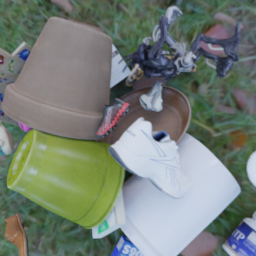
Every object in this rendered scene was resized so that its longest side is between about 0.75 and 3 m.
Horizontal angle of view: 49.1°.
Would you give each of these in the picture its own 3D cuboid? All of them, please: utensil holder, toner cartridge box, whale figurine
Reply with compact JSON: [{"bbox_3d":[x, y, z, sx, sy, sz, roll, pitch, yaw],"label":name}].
[{"bbox_3d":[1.158,1.784,7.307,2.701,2.295,2.295,-42,89,-1],"label":"utensil holder"},{"bbox_3d":[0.387,3.720,7.786,1.663,0.359,0.790,29,89,-14],"label":"toner cartridge box"},{"bbox_3d":[-2.829,0.214,6.129,0.435,0.667,0.839,-14,120,-6],"label":"whale figurine"}]

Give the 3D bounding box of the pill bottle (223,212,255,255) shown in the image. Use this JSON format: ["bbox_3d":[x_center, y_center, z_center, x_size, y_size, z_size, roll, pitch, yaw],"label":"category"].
[{"bbox_3d":[3.514,3.129,7.974,0.903,0.903,1.508,40,88,1],"label":"pill bottle"}]

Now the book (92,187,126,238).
[{"bbox_3d":[-0.538,1.549,6.332,0.375,1.043,1.562,13,50,-33],"label":"book"}]

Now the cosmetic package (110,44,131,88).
[{"bbox_3d":[-0.680,-1.804,7.822,0.962,0.963,1.167,-36,112,3],"label":"cosmetic package"}]

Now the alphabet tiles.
[{"bbox_3d":[-2.795,-1.002,7.049,2.102,2.515,0.095,-42,68,5],"label":"alphabet tiles"}]

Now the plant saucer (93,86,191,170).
[{"bbox_3d":[0.339,0.020,7.506,2.841,2.841,0.520,-33,131,-1],"label":"plant saucer"}]

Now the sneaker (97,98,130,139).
[{"bbox_3d":[-0.388,-0.215,5.756,0.460,0.333,0.942,39,96,3],"label":"sneaker"}]

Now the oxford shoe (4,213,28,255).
[{"bbox_3d":[-2.604,2.564,6.520,0.466,1.308,0.466,-11,120,-28],"label":"oxford shoe"}]

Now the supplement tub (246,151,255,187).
[{"bbox_3d":[3.307,0.879,6.312,0.973,1.588,0.973,-1,89,32],"label":"supplement tub"}]

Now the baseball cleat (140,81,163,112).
[{"bbox_3d":[0.619,-0.895,7.493,0.619,1.163,0.405,3,132,-2],"label":"baseball cleat"}]

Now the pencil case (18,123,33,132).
[{"bbox_3d":[-1.852,-0.486,6.701,1.738,0.814,0.789,-26,75,-43],"label":"pencil case"}]

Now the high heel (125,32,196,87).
[{"bbox_3d":[0.978,-1.597,8.197,1.420,0.711,1.992,43,93,-8],"label":"high heel"}]

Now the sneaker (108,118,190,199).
[{"bbox_3d":[0.661,0.660,5.436,0.986,0.843,2.264,-53,132,-2],"label":"sneaker"}]

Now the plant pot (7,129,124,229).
[{"bbox_3d":[-1.403,0.926,5.960,1.884,1.956,1.956,27,89,-29],"label":"plant pot"}]

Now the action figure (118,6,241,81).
[{"bbox_3d":[1.225,-1.971,7.071,2.846,1.692,1.452,2,70,12],"label":"action figure"}]

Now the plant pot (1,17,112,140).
[{"bbox_3d":[-1.313,-1.187,6.421,2.536,2.536,2.212,19,102,0],"label":"plant pot"}]
